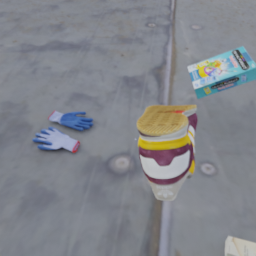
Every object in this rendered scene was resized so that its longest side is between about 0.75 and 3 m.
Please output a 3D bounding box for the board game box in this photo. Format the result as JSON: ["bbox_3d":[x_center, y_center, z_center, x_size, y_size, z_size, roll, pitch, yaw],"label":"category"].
[{"bbox_3d":[2.441,-1.472,7.384,1.557,0.365,1.176,-19,38,15],"label":"board game box"}]

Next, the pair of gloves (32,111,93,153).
[{"bbox_3d":[-1.894,0.058,8.343,1.439,0.204,1.790,14,45,13],"label":"pair of gloves"}]

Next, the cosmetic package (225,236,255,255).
[{"bbox_3d":[2.358,2.501,5.617,0.763,0.279,0.395,11,44,11],"label":"cosmetic package"}]

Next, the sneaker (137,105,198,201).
[{"bbox_3d":[0.648,0.244,4.457,0.896,1.077,2.390,0,12,19],"label":"sneaker"}]
